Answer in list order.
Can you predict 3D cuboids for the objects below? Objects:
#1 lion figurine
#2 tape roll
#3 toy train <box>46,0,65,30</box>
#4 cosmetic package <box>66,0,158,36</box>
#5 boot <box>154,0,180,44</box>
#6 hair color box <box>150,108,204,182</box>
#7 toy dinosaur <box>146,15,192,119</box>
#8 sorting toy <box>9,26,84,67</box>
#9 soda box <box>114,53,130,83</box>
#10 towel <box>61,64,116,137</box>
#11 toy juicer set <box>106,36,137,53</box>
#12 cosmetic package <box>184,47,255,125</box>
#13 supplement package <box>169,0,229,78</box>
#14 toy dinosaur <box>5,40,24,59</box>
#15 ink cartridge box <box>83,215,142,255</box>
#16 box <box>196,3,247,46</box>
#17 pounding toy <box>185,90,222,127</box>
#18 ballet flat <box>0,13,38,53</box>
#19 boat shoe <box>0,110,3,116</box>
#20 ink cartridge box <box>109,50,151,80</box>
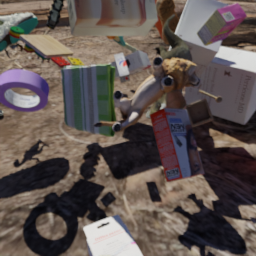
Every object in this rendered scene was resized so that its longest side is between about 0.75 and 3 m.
[{"bbox_3d":[0.413,-0.675,5.771,2.302,0.834,1.410,-33,-7,11],"label":"lion figurine"},{"bbox_3d":[-2.657,-0.909,7.102,1.241,1.241,0.407,-1,59,-1],"label":"tape roll"},{"bbox_3d":[-2.444,-4.055,9.518,0.396,0.531,2.320,20,45,-24],"label":"toy train"},{"bbox_3d":[-0.583,-4.144,9.798,2.881,1.489,1.257,-8,-6,-21],"label":"cosmetic package"},{"bbox_3d":[1.330,-4.452,11.218,0.896,2.388,1.280,-41,58,-6],"label":"boot"},{"bbox_3d":[1.037,0.343,5.932,0.814,1.467,0.469,-1,-17,-44],"label":"hair color box"},{"bbox_3d":[1.140,-1.423,7.102,1.065,2.767,1.415,20,-1,-35],"label":"toy dinosaur"},{"bbox_3d":[-2.305,-2.197,8.057,2.278,0.385,1.098,37,32,17],"label":"sorting toy"},{"bbox_3d":[-0.179,-1.737,8.082,0.279,0.300,0.879,-13,59,-2],"label":"soda box"},{"bbox_3d":[-0.971,-0.696,6.769,0.334,1.622,2.174,-10,14,-38],"label":"towel"},{"bbox_3d":[-0.763,-4.297,12.652,0.726,2.667,1.697,-43,28,-7],"label":"toy juicer set"},{"bbox_3d":[3.966,-1.845,11.304,2.605,2.180,2.166,22,38,31],"label":"cosmetic package"},{"bbox_3d":[2.116,-2.822,8.829,1.319,1.793,1.715,20,75,1],"label":"supplement package"},{"bbox_3d":[-4.171,-2.871,9.582,1.282,0.742,1.412,-10,55,-52],"label":"toy dinosaur"},{"bbox_3d":[-0.274,2.620,5.743,0.901,0.522,1.547,-14,36,-21],"label":"ink cartridge box"},{"bbox_3d":[2.295,-2.543,6.936,0.780,0.887,0.429,-26,81,-27],"label":"box"},{"bbox_3d":[2.007,-0.568,7.411,0.950,0.835,0.435,-20,-7,13],"label":"pounding toy"},{"bbox_3d":[-3.953,-2.883,8.597,0.971,0.971,2.705,20,58,28],"label":"ballet flat"},{"bbox_3d":[-5.522,-0.824,11.321,0.533,0.445,1.429,-25,41,-37],"label":"boat shoe"},{"bbox_3d":[-0.002,-2.291,10.404,1.436,0.599,1.043,-19,3,23],"label":"ink cartridge box"}]
